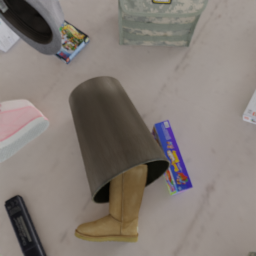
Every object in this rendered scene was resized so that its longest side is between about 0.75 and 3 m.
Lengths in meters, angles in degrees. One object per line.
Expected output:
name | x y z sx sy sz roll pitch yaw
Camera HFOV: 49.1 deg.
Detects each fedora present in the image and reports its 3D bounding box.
fedora | -1.816 -2.289 5.431 1.650 1.460 0.745 40 64 -23

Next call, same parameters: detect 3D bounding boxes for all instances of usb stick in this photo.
usb stick | -2.754 2.799 7.518 0.559 0.329 2.015 -29 75 -1

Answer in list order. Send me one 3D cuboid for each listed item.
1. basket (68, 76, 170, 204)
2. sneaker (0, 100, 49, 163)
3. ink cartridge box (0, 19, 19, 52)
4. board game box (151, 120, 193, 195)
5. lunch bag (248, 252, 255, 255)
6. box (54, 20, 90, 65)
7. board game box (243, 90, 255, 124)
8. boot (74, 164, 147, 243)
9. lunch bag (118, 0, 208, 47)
basket | -0.429 0.196 7.427 1.924 2.551 2.829 -7 62 -31
sneaker | -3.631 0.099 8.064 2.438 0.918 1.274 -37 77 -15
ink cartridge box | -3.777 -3.672 8.968 0.785 1.402 2.055 36 76 12
board game box | 1.132 0.857 7.644 0.411 1.234 1.835 -16 73 -5
lunch bag | 3.372 4.138 6.493 1.968 1.371 1.651 38 70 6
box | -2.306 -3.023 9.341 1.690 0.318 1.154 36 76 10
board game box | 4.644 -1.009 8.404 1.471 0.403 2.331 24 73 30
boot | -0.444 1.910 7.450 1.773 0.669 2.024 6 85 -11
lunch bag | 0.919 -3.795 8.183 2.453 2.991 1.758 2 72 0
